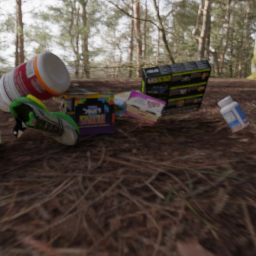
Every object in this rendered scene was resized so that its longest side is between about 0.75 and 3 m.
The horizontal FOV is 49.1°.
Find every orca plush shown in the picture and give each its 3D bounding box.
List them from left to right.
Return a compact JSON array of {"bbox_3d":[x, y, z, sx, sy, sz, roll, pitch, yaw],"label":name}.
[{"bbox_3d":[-3.087,-0.222,8.120,0.393,1.105,0.581,30,29,-32],"label":"orca plush"}]

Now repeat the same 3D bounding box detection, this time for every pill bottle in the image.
[{"bbox_3d":[-3.067,-1.334,8.724,2.309,1.304,1.304,-19,4,25],"label":"pill bottle"},{"bbox_3d":[3.257,-0.444,8.727,0.575,1.024,0.575,-30,-3,-2],"label":"pill bottle"}]

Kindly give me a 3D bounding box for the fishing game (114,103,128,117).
[{"bbox_3d":[-0.731,-0.640,10.669,2.348,0.365,1.681,7,-15,-28],"label":"fishing game"}]

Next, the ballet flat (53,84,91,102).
[{"bbox_3d":[-2.080,-1.126,9.420,2.454,0.827,0.782,24,61,7],"label":"ballet flat"}]

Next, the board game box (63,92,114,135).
[{"bbox_3d":[-1.219,-0.452,8.828,1.549,1.280,0.439,-5,14,-22],"label":"board game box"}]

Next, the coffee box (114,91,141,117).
[{"bbox_3d":[0.079,-1.116,12.529,1.799,0.717,1.029,-13,33,-41],"label":"coffee box"}]

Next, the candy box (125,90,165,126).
[{"bbox_3d":[0.525,-0.624,9.279,1.141,0.510,1.673,22,-8,1],"label":"candy box"}]

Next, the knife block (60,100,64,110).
[{"bbox_3d":[-2.411,-0.862,11.813,2.354,0.753,2.067,11,16,41],"label":"knife block"}]

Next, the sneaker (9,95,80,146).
[{"bbox_3d":[-2.204,-0.095,7.360,2.015,0.786,0.858,29,20,-3],"label":"sneaker"}]

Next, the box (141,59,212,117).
[{"bbox_3d":[1.698,-1.375,10.522,2.414,2.332,0.574,-10,51,-6],"label":"box"}]
